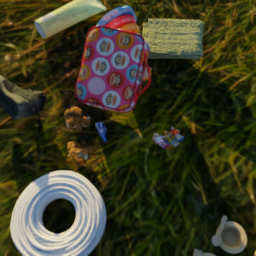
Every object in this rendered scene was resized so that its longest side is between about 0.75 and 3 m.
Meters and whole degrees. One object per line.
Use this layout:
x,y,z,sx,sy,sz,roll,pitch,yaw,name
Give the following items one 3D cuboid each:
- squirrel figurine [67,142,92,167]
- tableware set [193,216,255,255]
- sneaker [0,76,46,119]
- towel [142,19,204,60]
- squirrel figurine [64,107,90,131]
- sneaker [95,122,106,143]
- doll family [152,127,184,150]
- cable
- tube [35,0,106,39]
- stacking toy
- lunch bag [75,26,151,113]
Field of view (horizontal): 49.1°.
-1.687,0.797,9.026,0.805,0.752,0.570,27,89,31,squirrel figurine
3.185,3.945,7.848,2.668,0.310,2.229,30,68,13,tableware set
-3.832,-1.084,9.849,2.379,1.363,0.909,35,113,32,sneaker
1.738,-3.533,11.174,2.473,0.451,1.834,4,70,12,towel
-1.708,-0.319,9.477,0.797,0.604,0.854,-14,88,-22,squirrel figurine
-0.881,0.131,9.672,0.324,0.291,0.788,-19,68,-12,sneaker
1.199,0.368,9.069,1.110,0.500,0.689,-20,53,-31,doll family
-2.016,2.583,8.140,2.695,0.933,2.695,-18,66,-8,cable
-2.421,-4.748,11.797,2.998,0.870,0.778,-37,29,-19,tube
0.073,-3.001,10.672,1.591,1.504,2.741,-29,84,12,stacking toy
-0.380,-1.944,9.628,2.435,1.133,2.765,15,93,11,lunch bag
